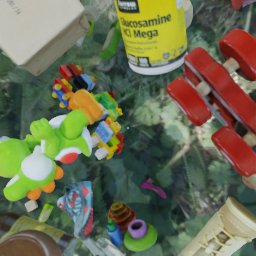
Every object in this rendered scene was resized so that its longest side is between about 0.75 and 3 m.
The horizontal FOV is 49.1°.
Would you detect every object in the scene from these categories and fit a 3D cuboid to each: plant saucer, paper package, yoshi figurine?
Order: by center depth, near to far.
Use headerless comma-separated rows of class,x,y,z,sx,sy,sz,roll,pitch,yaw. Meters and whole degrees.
plant saucer,-1.764,2.314,4.363,1.501,0.259,1.501,-7,53,9
yoshi figurine,-1.464,0.190,4.742,1.172,1.176,2.093,29,72,36
paper package,-1.878,-2.176,5.335,1.646,0.893,1.726,-42,87,-1

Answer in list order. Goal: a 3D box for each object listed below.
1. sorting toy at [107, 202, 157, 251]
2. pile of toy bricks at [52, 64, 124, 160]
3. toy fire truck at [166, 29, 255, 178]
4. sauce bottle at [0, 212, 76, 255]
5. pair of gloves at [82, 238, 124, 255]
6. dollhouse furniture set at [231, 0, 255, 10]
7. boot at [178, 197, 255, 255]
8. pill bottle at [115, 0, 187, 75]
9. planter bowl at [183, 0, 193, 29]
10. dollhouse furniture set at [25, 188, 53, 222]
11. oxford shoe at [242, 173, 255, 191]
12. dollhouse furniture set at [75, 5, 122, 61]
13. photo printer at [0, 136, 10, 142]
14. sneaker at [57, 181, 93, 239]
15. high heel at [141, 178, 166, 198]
sorting toy,-0.058,2.025,5.978,0.849,1.413,0.580,-28,112,-28
pile of toy bricks,-0.898,-0.679,8.296,1.431,1.608,2.899,-25,69,-42
toy fire truck,2.125,-0.339,5.540,1.607,2.407,2.867,-41,77,8
sauce bottle,-2.257,2.244,5.910,2.303,0.745,0.745,16,83,13
pair of gloves,-0.470,2.677,5.946,0.888,1.044,0.183,50,48,-13
dollhouse furniture set,4.385,-3.636,8.642,1.474,1.114,2.740,-19,83,-2
boot,1.844,2.426,5.888,1.911,2.459,0.895,-45,67,-1
pill bottle,0.482,-2.610,6.137,1.452,2.583,1.452,-9,39,8
planter bowl,1.553,-3.728,8.847,1.111,0.748,1.111,0,83,-1
dollhouse furniture set,-2.922,2.556,7.994,1.077,0.832,2.155,23,83,3
oxford shoe,2.962,1.184,6.032,0.505,1.434,0.536,-32,115,-12
dollhouse furniture set,-1.318,-2.624,6.667,2.394,1.197,0.924,26,74,-23
photo printer,-3.664,0.670,8.516,0.785,0.273,0.653,31,85,4
sneaker,-1.000,1.533,5.253,0.666,1.395,0.553,1,112,-8
high heel,0.767,1.888,8.365,0.375,0.263,0.780,-41,70,-15
